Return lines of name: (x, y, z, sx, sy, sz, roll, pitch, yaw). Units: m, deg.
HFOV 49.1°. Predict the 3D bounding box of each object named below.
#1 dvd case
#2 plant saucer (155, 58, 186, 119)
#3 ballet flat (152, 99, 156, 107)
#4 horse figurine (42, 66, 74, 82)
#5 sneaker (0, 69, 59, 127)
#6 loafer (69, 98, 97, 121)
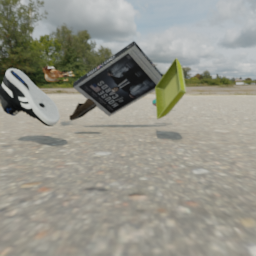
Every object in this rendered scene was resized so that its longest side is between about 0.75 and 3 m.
dvd case: (-0.266, -1.487, 9.272, 2.513, 0.311, 1.889, -29, -46, 24)
plant saucer: (1.158, -1.013, 7.545, 0.299, 1.248, 1.249, 15, -39, -17)
ballet flat: (1.337, -1.102, 10.392, 0.964, 0.333, 0.343, -35, -41, 23)
horse figurine: (-2.545, -1.851, 9.852, 1.034, 0.389, 1.560, -3, 3, -24)
sneaker: (-2.525, -0.509, 7.017, 1.833, 1.025, 0.670, 47, 29, 13)
loafer: (-1.407, -0.567, 8.461, 1.061, 0.379, 0.387, -29, 0, 27)
